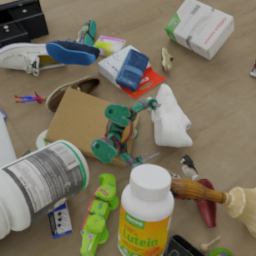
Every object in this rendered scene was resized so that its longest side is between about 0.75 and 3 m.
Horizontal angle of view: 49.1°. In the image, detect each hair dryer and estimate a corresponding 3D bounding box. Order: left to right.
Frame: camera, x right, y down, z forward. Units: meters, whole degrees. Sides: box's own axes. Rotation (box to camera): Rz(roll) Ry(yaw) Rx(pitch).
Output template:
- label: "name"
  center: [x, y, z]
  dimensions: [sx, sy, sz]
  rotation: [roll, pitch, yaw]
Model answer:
- label: "hair dryer"
  center: [1.734, 1.877, 7.745]
  dimensions: [1.543, 0.550, 2.026]
  rotation: [-35, 78, -31]

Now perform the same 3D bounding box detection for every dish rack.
- label: "dish rack"
  center: [1.180, 3.543, 5.711]
  dimensions: [2.033, 0.723, 2.650]
  rotation: [33, 20, 24]

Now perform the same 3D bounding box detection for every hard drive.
- label: "hard drive"
  center: [-3.855, 0.684, 7.651]
  dimensions: [1.311, 0.261, 1.989]
  rotation: [-19, 77, -19]

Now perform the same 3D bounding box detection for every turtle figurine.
- label: "turtle figurine"
  center: [0.011, 0.152, 8.047]
  dimensions: [1.479, 2.937, 2.199]
  rotation: [5, 90, 20]

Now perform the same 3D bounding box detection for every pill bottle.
- label: "pill bottle"
  center: [-2.423, 1.484, 6.873]
  dimensions: [1.542, 1.542, 2.727]
  rotation: [35, 40, 25]
- label: "pill bottle"
  center: [0.412, 2.009, 6.609]
  dimensions: [1.206, 2.172, 1.206]
  rotation: [4, 27, -2]

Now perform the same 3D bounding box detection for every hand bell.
- label: "hand bell"
  center: [2.231, 1.716, 6.981]
  dimensions: [2.752, 1.433, 1.433]
  rotation: [19, 51, -9]

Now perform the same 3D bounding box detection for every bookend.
- label: "bookend"
  center: [-4.776, -4.412, 12.573]
  dimensions: [2.822, 1.308, 2.840]
  rotation: [-25, 55, -19]

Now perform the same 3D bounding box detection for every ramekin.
- label: "ramekin"
  center: [-2.394, 0.563, 8.990]
  dimensions: [1.132, 0.553, 1.132]
  rotation: [0, 52, 0]

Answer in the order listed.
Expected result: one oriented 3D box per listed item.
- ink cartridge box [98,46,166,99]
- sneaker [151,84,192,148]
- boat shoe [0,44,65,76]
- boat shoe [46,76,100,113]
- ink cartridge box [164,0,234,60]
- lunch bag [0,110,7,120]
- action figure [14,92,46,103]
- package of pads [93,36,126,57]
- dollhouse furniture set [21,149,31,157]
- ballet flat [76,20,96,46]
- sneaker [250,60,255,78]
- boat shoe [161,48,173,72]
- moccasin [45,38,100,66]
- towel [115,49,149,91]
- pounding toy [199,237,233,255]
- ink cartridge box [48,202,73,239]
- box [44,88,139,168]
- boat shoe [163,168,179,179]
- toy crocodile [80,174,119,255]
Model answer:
- label: "ink cartridge box"
  center: [0.143, -2.321, 11.380]
  dimensions: [1.801, 0.532, 2.250]
  rotation: [-35, 58, -24]
- label: "sneaker"
  center: [1.526, -0.369, 9.484]
  dimensions: [1.258, 1.069, 2.842]
  rotation: [12, 43, -8]
- label: "boat shoe"
  center: [-3.870, -2.670, 11.406]
  dimensions: [2.848, 1.052, 1.214]
  rotation: [-9, 51, -20]
- label: "boat shoe"
  center: [-1.950, -1.286, 10.149]
  dimensions: [2.202, 0.813, 0.814]
  rotation: [-39, 23, -23]
- label: "ink cartridge box"
  center: [3.104, -4.330, 12.241]
  dimensions: [2.398, 1.011, 1.752]
  rotation: [40, 94, 27]
- label: "lunch bag"
  center: [-4.984, -0.389, 9.880]
  dimensions: [1.224, 0.576, 0.922]
  rotation: [37, 58, 12]
- label: "action figure"
  center: [-3.518, -1.114, 10.256]
  dimensions: [1.090, 0.539, 0.356]
  rotation: [-3, 71, -36]
- label: "package of pads"
  center: [-0.833, -3.580, 12.444]
  dimensions: [1.281, 0.437, 0.990]
  rotation: [14, 51, 13]
- label: "dollhouse furniture set"
  center: [-2.622, 1.286, 8.298]
  dimensions: [1.445, 0.725, 0.946]
  rotation: [23, 55, 17]
- label: "ballet flat"
  center: [-1.949, -4.007, 12.710]
  dimensions: [0.864, 0.864, 2.328]
  rotation: [4, 49, 3]
- label: "sneaker"
  center: [5.554, -2.780, 11.518]
  dimensions: [0.572, 0.873, 1.512]
  rotation: [23, 54, 18]
- label: "boat shoe"
  center: [1.638, -2.835, 11.608]
  dimensions: [0.495, 0.466, 1.301]
  rotation: [-8, 54, 12]
- label: "moccasin"
  center: [-2.114, -2.900, 10.850]
  dimensions: [2.352, 0.946, 0.802]
  rotation: [21, 50, 21]
- label: "towel"
  center: [0.186, -2.292, 11.029]
  dimensions: [0.933, 0.406, 1.672]
  rotation: [24, 67, -3]
- label: "pounding toy"
  center: [2.303, 3.198, 6.927]
  dimensions: [0.739, 0.444, 0.957]
  rotation: [-20, 54, -16]
- label: "ink cartridge box"
  center: [-1.919, 2.391, 7.709]
  dimensions: [0.531, 0.250, 1.130]
  rotation: [-15, 53, -13]
- label: "box"
  center: [-1.065, -0.069, 9.163]
  dimensions: [2.661, 0.283, 2.176]
  rotation: [19, 54, -6]
- label: "boat shoe"
  center: [1.367, 1.542, 8.276]
  dimensions: [1.015, 0.354, 0.360]
  rotation: [34, 34, 26]
- label: "toy crocodile"
  center: [-0.782, 2.255, 7.471]
  dimensions: [0.730, 0.798, 2.365]
  rotation: [8, 51, 15]
